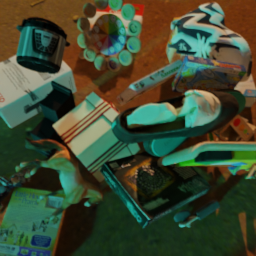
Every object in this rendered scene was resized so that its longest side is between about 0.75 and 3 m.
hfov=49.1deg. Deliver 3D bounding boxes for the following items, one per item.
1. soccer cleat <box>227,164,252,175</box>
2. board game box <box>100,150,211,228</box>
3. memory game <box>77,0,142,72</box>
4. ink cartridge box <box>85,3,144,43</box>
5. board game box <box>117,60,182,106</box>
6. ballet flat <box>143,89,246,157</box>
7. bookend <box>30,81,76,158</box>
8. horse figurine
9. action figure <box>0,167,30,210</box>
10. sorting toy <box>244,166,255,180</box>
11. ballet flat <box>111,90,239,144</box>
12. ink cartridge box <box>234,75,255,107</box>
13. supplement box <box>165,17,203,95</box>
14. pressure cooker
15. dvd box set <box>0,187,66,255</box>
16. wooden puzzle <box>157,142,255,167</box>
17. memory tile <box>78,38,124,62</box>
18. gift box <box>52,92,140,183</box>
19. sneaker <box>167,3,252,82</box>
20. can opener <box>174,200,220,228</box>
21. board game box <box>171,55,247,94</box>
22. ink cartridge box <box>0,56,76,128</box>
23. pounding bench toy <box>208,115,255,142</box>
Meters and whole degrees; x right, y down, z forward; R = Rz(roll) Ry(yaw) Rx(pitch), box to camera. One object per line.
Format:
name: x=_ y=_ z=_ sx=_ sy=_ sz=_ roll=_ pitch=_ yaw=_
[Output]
soccer cleat: x=3.402 y=0.933 z=7.966 sx=1.255 sy=0.406 sz=0.525 roll=-23 pitch=85 yaw=-6
board game box: x=0.761 y=1.298 z=7.034 sx=2.524 sy=0.355 sz=1.707 roll=-10 pitch=47 yaw=-43
memory game: x=-0.648 y=-2.934 z=8.766 sx=2.376 sy=2.376 sz=0.151 roll=27 pitch=28 yaw=17
ink cartridge box: x=-0.460 y=-4.641 z=11.625 sx=2.168 sy=0.670 sz=2.673 roll=7 pitch=59 yaw=4
board game box: x=0.673 y=-1.375 z=8.529 sx=1.922 sy=1.213 sz=0.333 roll=-31 pitch=92 yaw=-25
ballet flat: x=1.501 y=-0.261 z=6.869 sx=2.725 sy=0.927 sz=0.932 roll=-26 pitch=22 yaw=-9
bookend: x=-2.246 y=-0.217 z=8.109 sx=0.723 sy=1.560 sz=1.570 roll=26 pitch=61 yaw=15
horse figurine: x=-1.662 y=1.221 z=6.864 sx=1.585 sy=2.392 sz=0.597 roll=-22 pitch=18 yaw=-7
action figure: x=-3.162 y=1.558 z=7.263 sx=1.575 sy=1.025 sz=0.546 roll=-42 pitch=70 yaw=-10
sorting toy: x=3.404 y=1.215 z=7.564 sx=0.139 sy=0.819 sz=0.395 roll=34 pitch=82 yaw=14
ballet flat: x=1.043 y=-0.250 z=5.888 sx=2.851 sy=0.975 sz=0.969 roll=-15 pitch=72 yaw=0
ink cartridge box: x=3.646 y=-1.421 z=9.490 sx=1.007 sy=0.590 sz=1.394 roll=1 pitch=58 yaw=1
supplement box: x=2.097 y=-2.349 z=9.445 sx=0.885 sy=1.517 sz=2.408 roll=-9 pitch=60 yaw=-10
pressure cooker: x=-2.366 y=-2.295 z=7.681 sx=1.248 sy=1.229 sz=1.397 roll=9 pitch=84 yaw=17
dvd box set: x=-2.433 y=2.526 z=6.993 sx=1.451 sy=0.292 sz=1.984 roll=7 pitch=56 yaw=1
wooden puzzle: x=2.194 y=0.648 z=6.380 sx=2.562 sy=2.370 sz=0.477 roll=-4 pitch=79 yaw=-12
memory tile: x=-1.003 y=-2.891 z=10.521 sx=1.536 sy=0.129 sz=1.177 roll=21 pitch=68 yaw=24
gift box: x=-0.751 y=0.223 z=7.690 sx=1.698 sy=1.818 sz=1.678 roll=-40 pitch=55 yaw=-9
sneaker: x=2.122 y=-2.270 z=7.968 sx=1.815 sy=1.114 sz=2.790 roll=-18 pitch=70 yaw=-3
can opener: x=1.791 y=2.173 z=7.198 sx=1.245 sy=0.328 sz=0.414 roll=-21 pitch=86 yaw=-16
board game box: x=2.010 y=-1.242 z=7.098 sx=1.540 sy=1.042 sz=0.265 roll=7 pitch=54 yaw=-11
ink cartridge box: x=-3.308 y=-1.454 z=9.217 sx=2.555 sy=1.070 sz=1.844 roll=-33 pitch=62 yaw=-20
pounding bench toy: x=2.554 y=0.119 z=7.735 sx=1.405 sy=1.096 sz=0.873 roll=-50 pitch=29 yaw=3
